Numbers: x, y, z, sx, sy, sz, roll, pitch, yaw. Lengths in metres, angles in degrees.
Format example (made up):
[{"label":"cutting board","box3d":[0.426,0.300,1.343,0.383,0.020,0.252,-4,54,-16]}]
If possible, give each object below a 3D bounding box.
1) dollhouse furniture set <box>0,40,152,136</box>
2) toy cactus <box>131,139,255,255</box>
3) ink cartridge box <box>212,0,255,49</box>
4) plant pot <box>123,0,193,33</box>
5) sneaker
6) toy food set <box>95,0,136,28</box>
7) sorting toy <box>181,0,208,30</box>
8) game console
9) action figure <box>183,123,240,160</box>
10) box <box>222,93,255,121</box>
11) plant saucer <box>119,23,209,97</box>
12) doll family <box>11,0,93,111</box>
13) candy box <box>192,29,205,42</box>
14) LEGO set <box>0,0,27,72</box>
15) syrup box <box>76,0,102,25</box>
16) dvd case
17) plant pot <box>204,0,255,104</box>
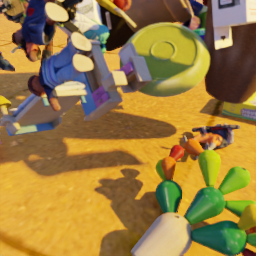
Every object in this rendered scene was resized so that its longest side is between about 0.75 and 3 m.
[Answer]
[{"label":"dollhouse furniture set","box3d":[-1.203,-1.009,5.275,2.231,1.456,2.107,-13,-13,-46]},{"label":"toy cactus","box3d":[1.147,1.529,4.881,2.467,1.529,2.989,-35,44,-17]},{"label":"ink cartridge box","box3d":[1.779,-2.196,4.586,0.560,1.651,0.957,4,20,36]},{"label":"plant pot","box3d":[0.676,-3.547,7.884,1.641,1.882,1.882,-25,21,24]},{"label":"sneaker","box3d":[-1.066,-2.007,7.143,0.953,0.928,2.394,13,-8,-12]},{"label":"toy food set","box3d":[-0.529,-3.209,6.373,2.150,0.702,1.265,40,14,18]},{"label":"sorting toy","box3d":[2.154,-3.859,8.808,1.208,2.942,1.768,19,14,-17]},{"label":"game console","box3d":[-0.175,-4.309,9.551,2.262,2.572,1.497,-23,57,-8]},{"label":"action figure","box3d":[2.185,0.324,7.528,1.449,0.783,1.498,-11,3,-30]},{"label":"box","box3d":[4.500,-0.679,9.125,2.445,0.591,1.435,14,32,28]},{"label":"plant saucer","box3d":[0.752,-1.569,5.995,1.947,0.302,1.947,-3,65,7]},{"label":"doll family","box3d":[-1.089,-1.416,3.799,1.353,2.340,0.918,-16,-26,42]},{"label":"candy box","box3d":[1.752,-2.301,8.123,1.136,0.960,0.437,-5,46,9]},{"label":"LEGO set","box3d":[-2.591,-2.509,6.513,1.617,2.490,0.706,38,6,8]},{"label":"syrup box","box3d":[-1.088,-3.110,7.863,0.532,0.551,1.352,-18,56,12]},{"label":"dvd case","box3d":[-1.511,-2.179,5.213,1.573,0.195,1.182,37,5,-9]},{"label":"plant pot","box3d":[2.786,-1.896,6.829,2.262,2.420,2.262,6,33,-4]}]
